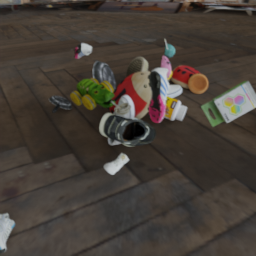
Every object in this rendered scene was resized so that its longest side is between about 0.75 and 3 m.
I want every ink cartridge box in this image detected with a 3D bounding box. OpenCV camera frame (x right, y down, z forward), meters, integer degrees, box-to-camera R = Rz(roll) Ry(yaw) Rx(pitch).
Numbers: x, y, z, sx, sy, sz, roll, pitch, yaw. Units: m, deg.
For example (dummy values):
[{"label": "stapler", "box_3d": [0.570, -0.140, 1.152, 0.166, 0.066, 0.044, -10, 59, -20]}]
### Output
[{"label": "ink cartridge box", "box_3d": [2.911, -0.646, 8.017, 1.437, 0.746, 0.426, -31, 5, 15]}]

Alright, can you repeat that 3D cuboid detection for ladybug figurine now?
[{"label": "ladybug figurine", "box_3d": [2.914, -2.518, 13.779, 1.416, 0.750, 2.086, -14, 34, -23]}, {"label": "ladybug figurine", "box_3d": [0.065, -1.011, 9.407, 0.819, 2.276, 1.545, 9, 52, -37]}]

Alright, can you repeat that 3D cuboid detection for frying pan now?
[{"label": "frying pan", "box_3d": [-0.660, -1.353, 10.381, 0.385, 2.368, 1.433, -12, 29, 23]}, {"label": "frying pan", "box_3d": [-2.817, -0.992, 11.024, 0.973, 0.262, 1.608, 30, 16, 12]}]

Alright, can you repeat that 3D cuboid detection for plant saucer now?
[{"label": "plant saucer", "box_3d": [3.216, -2.022, 12.816, 0.921, 0.921, 0.172, 0, 1, 1]}]

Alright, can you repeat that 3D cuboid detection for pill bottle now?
[{"label": "pill bottle", "box_3d": [1.435, -0.774, 10.527, 1.441, 0.787, 0.787, 22, 35, 11]}]

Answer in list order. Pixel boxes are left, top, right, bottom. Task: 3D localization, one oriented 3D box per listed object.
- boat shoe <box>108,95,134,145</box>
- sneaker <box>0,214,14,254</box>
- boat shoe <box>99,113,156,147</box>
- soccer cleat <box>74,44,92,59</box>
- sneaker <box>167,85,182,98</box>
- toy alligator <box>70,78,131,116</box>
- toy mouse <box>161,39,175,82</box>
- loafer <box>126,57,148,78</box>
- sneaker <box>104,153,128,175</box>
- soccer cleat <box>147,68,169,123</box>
[{"label": "boat shoe", "box_3d": [-0.267, -0.163, 8.740, 0.581, 1.779, 0.655, -22, 44, -39]}, {"label": "sneaker", "box_3d": [-2.728, 2.241, 6.151, 0.470, 0.407, 1.086, -11, 32, -27]}, {"label": "boat shoe", "box_3d": [0.213, 0.159, 8.206, 0.828, 0.880, 2.449, 12, -1, 34]}, {"label": "soccer cleat", "box_3d": [-1.528, -2.553, 9.465, 0.493, 0.399, 1.142, 3, 2, -20]}, {"label": "sneaker", "box_3d": [1.292, -1.755, 12.405, 2.381, 0.843, 0.870, -9, 32, -14]}, {"label": "toy alligator", "box_3d": [-0.925, -1.064, 8.485, 0.974, 0.706, 2.938, -43, 36, -21]}, {"label": "toy mouse", "box_3d": [1.717, -2.870, 12.165, 0.460, 2.111, 2.375, 9, 44, 10]}, {"label": "loafer", "box_3d": [0.348, -1.783, 10.914, 0.710, 2.080, 0.787, -15, 46, -39]}, {"label": "sneaker", "box_3d": [-0.298, 0.928, 7.581, 0.364, 0.570, 0.987, 43, 8, 8]}, {"label": "soccer cleat", "box_3d": [0.843, -0.829, 7.173, 0.506, 1.447, 0.625, 22, 38, 37]}]
